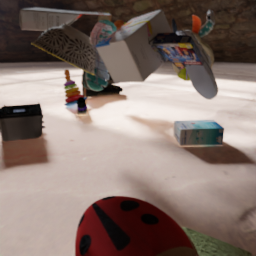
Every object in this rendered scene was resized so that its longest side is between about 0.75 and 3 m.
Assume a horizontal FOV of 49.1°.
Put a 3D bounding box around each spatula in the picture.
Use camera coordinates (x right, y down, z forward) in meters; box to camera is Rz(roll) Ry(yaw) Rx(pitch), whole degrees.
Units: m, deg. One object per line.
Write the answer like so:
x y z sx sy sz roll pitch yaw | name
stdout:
2.154 -3.167 11.443 0.262 2.553 0.722 -15 23 18 | spatula

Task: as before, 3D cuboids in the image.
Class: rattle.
2.996 -3.652 12.528 1.845 2.833 2.024 9 31 26 | rattle

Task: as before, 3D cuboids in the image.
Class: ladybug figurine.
-0.028 1.732 4.003 1.645 0.872 2.423 -39 33 -18 | ladybug figurine

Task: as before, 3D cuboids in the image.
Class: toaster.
-4.139 -0.269 10.718 1.799 1.068 1.627 -6 19 -19 | toaster

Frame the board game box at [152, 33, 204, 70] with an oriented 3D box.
1.704 -2.370 8.833 1.396 0.431 1.396 17 -15 43 | board game box

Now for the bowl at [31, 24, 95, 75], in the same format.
-1.626 -2.308 7.871 1.911 0.897 1.911 27 7 -4 | bowl

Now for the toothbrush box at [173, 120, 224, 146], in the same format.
2.485 0.162 10.056 1.531 0.653 1.121 -2 18 -1 | toothbrush box

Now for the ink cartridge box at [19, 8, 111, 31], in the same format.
-2.163 -3.924 10.226 2.940 0.839 2.389 5 23 -8 | ink cartridge box

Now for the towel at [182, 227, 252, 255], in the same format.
0.987 2.138 4.430 1.769 0.323 1.312 10 21 27 | towel

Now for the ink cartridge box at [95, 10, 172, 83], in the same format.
0.335 -2.710 9.475 1.532 1.505 2.081 8 45 48 | ink cartridge box

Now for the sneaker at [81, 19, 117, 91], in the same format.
-1.252 -2.762 10.773 1.117 2.879 1.313 20 -12 -28 | sneaker

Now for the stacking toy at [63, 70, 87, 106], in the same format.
-3.095 -2.188 15.080 1.055 1.923 1.116 -6 16 33 | stacking toy

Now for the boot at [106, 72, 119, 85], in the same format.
-0.380 -3.511 15.134 2.468 2.148 0.854 -5 7 16 | boot

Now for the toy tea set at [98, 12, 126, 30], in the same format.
-0.439 -4.416 13.073 2.277 1.354 0.843 28 24 12 | toy tea set

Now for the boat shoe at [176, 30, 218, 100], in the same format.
2.731 -2.472 10.626 0.936 2.865 1.054 -27 0 -28 | boat shoe

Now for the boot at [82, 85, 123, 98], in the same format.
-1.575 -2.425 17.562 2.054 1.150 2.970 8 20 8 | boot

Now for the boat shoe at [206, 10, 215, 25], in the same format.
3.434 -4.674 11.768 0.273 0.307 0.835 10 56 -24 | boat shoe

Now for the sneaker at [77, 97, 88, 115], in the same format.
-2.315 -1.197 14.086 0.544 0.778 1.564 -3 18 -10 | sneaker
